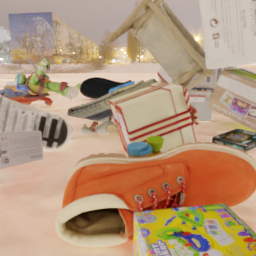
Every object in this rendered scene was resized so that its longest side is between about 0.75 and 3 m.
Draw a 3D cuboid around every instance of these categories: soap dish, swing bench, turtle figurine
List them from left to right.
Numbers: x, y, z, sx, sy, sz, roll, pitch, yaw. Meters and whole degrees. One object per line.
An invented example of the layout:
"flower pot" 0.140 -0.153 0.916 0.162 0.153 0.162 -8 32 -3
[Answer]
"soap dish" -5.630 -2.157 15.429 2.059 0.836 1.620 -4 14 -16
"turtle figurine" -3.084 -2.149 11.160 2.359 1.751 2.433 21 47 -22
"swing bench" 1.199 -2.529 8.888 1.837 2.816 2.831 -38 9 30

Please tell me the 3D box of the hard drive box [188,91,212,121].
"hard drive box" 2.145 -0.844 9.991 1.631 0.804 2.093 3 14 15

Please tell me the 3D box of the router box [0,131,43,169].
"router box" -2.577 0.396 4.031 1.848 0.503 2.059 -6 0 14

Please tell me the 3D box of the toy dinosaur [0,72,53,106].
"toy dinosaur" -4.501 -1.119 11.872 2.275 1.316 2.507 18 58 14

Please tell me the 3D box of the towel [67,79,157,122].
"towel" -0.125 -0.730 7.635 2.427 0.419 2.337 -18 -8 16

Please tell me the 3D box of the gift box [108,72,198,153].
"gift box" 0.507 -0.240 5.464 1.391 1.490 1.375 -19 21 -11

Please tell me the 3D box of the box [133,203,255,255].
"box" 0.573 1.117 2.247 0.909 0.576 0.944 -2 15 -10

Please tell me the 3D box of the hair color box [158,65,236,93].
"hair color box" 2.724 -2.165 11.141 2.890 1.445 0.875 7 -6 15

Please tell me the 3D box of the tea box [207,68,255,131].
"tea box" 3.627 -0.843 8.103 1.799 1.202 1.770 33 32 32

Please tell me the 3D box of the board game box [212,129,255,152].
"board game box" 2.678 0.266 6.640 1.221 0.172 0.826 -13 20 -41

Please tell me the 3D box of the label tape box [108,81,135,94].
"label tape box" -0.224 -1.056 9.880 1.070 0.470 1.484 -17 25 16

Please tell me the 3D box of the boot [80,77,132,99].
"boot" -0.854 -1.848 13.502 2.866 1.094 2.408 4 8 -12

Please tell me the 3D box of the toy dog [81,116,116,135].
"toy dog" -0.751 -0.082 7.463 0.947 0.456 0.625 -5 4 -25

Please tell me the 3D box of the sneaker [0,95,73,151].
"sneaker" -2.503 -0.165 6.539 2.593 0.974 1.051 20 5 3

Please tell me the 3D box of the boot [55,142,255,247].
"boot" 0.380 0.801 3.161 2.372 0.890 1.272 -7 15 7

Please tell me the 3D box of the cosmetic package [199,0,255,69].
"cosmetic package" 3.057 -2.581 7.039 1.921 1.933 2.310 -4 10 30

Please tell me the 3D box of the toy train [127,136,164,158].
"toy train" 0.427 0.470 4.317 0.574 0.785 1.357 13 23 35
